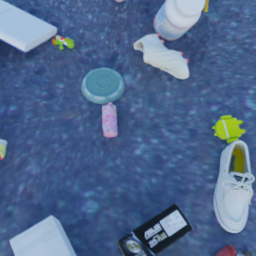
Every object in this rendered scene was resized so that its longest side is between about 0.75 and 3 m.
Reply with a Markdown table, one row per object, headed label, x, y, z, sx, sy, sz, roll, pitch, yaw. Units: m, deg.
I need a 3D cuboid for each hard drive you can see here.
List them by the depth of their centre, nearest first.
| label | x | y | z | sx | sy | sz | roll | pitch | yaw |
| --- | --- | --- | --- | --- | --- | --- | --- | --- | --- |
| hard drive | -4.275 | -3.801 | 10.273 | 2.695 | 0.342 | 1.778 | 29 | 47 | 9 |

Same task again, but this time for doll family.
| label | x | y | z | sx | sy | sz | roll | pitch | yaw |
| --- | --- | --- | --- | --- | --- | --- | --- | --- | --- |
| doll family | 2.456 | -5.244 | 9.928 | 1.167 | 2.973 | 1.719 | -19 | 23 | -6 |

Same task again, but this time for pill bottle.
| label | x | y | z | sx | sy | sz | roll | pitch | yaw |
| --- | --- | --- | --- | --- | --- | --- | --- | --- | --- |
| pill bottle | 1.722 | -3.889 | 9.544 | 1.221 | 2.246 | 1.221 | 0 | 90 | -9 |

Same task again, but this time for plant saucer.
| label | x | y | z | sx | sy | sz | roll | pitch | yaw |
| --- | --- | --- | --- | --- | --- | --- | --- | --- | --- |
| plant saucer | -0.863 | -1.497 | 9.547 | 1.492 | 0.204 | 1.492 | 0 | 63 | 0 |

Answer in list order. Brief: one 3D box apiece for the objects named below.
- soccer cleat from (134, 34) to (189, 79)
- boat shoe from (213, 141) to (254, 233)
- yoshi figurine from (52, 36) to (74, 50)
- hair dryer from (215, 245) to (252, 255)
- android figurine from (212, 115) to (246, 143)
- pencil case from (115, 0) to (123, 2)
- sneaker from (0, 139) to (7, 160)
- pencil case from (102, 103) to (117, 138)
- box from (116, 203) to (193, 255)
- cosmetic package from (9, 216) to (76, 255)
| label | x | y | z | sx | sy | sz | roll | pitch | yaw |
| --- | --- | --- | --- | --- | --- | --- | --- | --- | --- |
| soccer cleat | 1.083 | -2.286 | 9.279 | 0.981 | 0.877 | 2.530 | -25 | 49 | -10 |
| boat shoe | 2.932 | 1.460 | 7.486 | 0.920 | 1.062 | 2.492 | 13 | 63 | 7 |
| yoshi figurine | -2.344 | -3.143 | 10.370 | 0.855 | 0.481 | 0.479 | 17 | 22 | 24 |
| hair dryer | 2.582 | 3.347 | 6.933 | 1.071 | 0.291 | 0.816 | 10 | 64 | 6 |
| android figurine | 3.044 | 0.032 | 8.498 | 0.952 | 0.195 | 0.866 | -10 | 72 | -5 |
| pencil case | -0.178 | -5.236 | 10.764 | 0.662 | 0.662 | 1.515 | -21 | 22 | -11 |
| sneaker | -4.083 | 0.627 | 7.797 | 1.416 | 0.553 | 0.640 | 6 | 69 | -43 |
| pencil case | -0.573 | -0.237 | 8.734 | 0.468 | 0.468 | 1.070 | -3 | 63 | -2 |
| box | 0.597 | 2.651 | 6.701 | 1.643 | 1.345 | 0.708 | -29 | 66 | -14 |
| cosmetic package | -1.789 | 3.325 | 6.640 | 1.173 | 0.844 | 2.080 | -27 | 67 | -13 |
